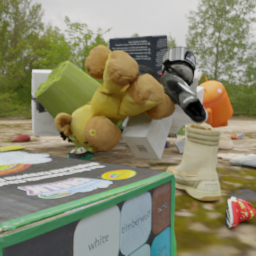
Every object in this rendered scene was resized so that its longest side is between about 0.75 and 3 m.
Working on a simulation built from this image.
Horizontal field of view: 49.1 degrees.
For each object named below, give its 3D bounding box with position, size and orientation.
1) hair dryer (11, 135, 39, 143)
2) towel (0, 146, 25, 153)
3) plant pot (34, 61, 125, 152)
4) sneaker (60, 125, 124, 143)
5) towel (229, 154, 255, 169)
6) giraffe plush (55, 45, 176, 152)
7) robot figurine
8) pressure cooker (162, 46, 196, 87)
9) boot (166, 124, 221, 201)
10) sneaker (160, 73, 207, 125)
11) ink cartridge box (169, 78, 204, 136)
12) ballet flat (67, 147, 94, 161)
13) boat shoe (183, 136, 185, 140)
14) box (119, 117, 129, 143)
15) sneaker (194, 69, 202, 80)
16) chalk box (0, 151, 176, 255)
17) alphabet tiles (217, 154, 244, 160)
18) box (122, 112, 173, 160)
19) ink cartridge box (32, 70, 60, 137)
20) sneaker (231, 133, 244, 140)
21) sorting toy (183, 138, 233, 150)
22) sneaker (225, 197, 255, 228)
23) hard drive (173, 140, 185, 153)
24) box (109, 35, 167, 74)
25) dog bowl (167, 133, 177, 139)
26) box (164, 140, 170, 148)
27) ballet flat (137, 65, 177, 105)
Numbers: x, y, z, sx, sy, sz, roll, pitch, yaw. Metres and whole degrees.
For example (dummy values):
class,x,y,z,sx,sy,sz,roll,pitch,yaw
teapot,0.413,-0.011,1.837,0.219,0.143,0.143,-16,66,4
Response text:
class,x,y,z,sx,sy,sz,roll,pitch,yaw
hair dryer,-4.848,0.551,13.019,0.975,0.348,1.281,-18,-10,28
towel,-4.294,0.776,10.050,0.530,0.111,1.231,6,4,17
plant pot,-1.619,-0.831,9.052,2.350,2.474,2.474,45,-21,-27
sneaker,-1.418,-0.046,11.614,2.673,1.043,1.139,4,48,0
towel,3.477,0.873,7.172,1.273,0.220,1.226,-1,3,-35
giraffe plush,-0.602,-0.463,7.449,2.548,2.394,2.953,39,-4,-21
robot figurine,2.914,-0.810,9.581,1.316,1.830,1.067,-37,30,-9
pressure cooker,1.335,-1.541,7.405,0.873,0.993,0.887,5,-40,7
boot,1.099,0.517,4.928,0.552,1.180,1.518,-1,3,-14
sneaker,1.355,-0.725,6.679,0.517,1.556,0.704,-40,-4,8
ink cartridge box,1.716,-0.747,8.785,1.105,1.886,0.635,14,27,30
ballet flat,-1.289,0.724,7.601,0.376,0.379,1.107,-31,-9,18
boat shoe,3.086,0.473,12.808,1.181,0.425,0.404,5,21,23
box,-0.046,-0.239,12.710,1.788,1.797,1.175,0,5,-1
sneaker,2.380,-1.938,9.983,0.387,0.455,1.028,34,16,-22
chalk box,-0.427,0.773,1.425,1.771,1.098,1.105,4,3,36
alphabet tiles,3.154,0.876,8.382,0.987,0.074,1.009,3,4,29
box,0.602,-0.021,8.221,0.811,1.526,1.162,1,-38,31
ink cartridge box,-3.042,-0.960,10.303,0.949,2.253,1.629,0,13,-20
sneaker,5.486,0.414,14.171,0.857,0.332,0.480,-3,6,-43
sorting toy,3.082,0.610,11.087,1.975,0.291,1.460,5,10,20
sneaker,1.415,1.051,3.520,0.334,0.303,0.787,7,6,27
hard drive,2.152,0.530,9.352,1.108,0.146,0.731,-13,19,-2
box,0.486,-2.407,11.639,2.000,2.694,1.442,7,20,29
dog bowl,1.717,-0.108,11.564,0.437,1.185,1.185,-10,1,11
box,0.716,0.614,11.108,1.682,0.273,1.019,1,3,-4
ballet flat,0.620,-1.388,8.486,0.805,0.688,2.423,-27,45,-36
